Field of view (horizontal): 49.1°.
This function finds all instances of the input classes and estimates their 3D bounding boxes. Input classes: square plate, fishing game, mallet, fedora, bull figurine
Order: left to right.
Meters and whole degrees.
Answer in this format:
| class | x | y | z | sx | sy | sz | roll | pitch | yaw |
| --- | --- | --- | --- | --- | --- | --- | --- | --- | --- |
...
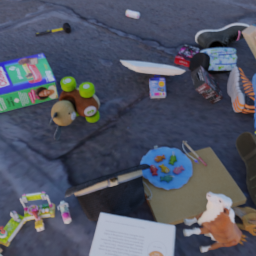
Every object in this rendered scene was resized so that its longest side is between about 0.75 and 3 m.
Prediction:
| class | x | y | z | sx | sy | sz | roll | pitch | yaw |
| --- | --- | --- | --- | --- | --- | --- | --- | --- | --- |
| mallet | -3.828 | -4.994 | 14.304 | 1.830 | 0.377 | 0.603 | -11 | 47 | -5 |
| fedora | -0.376 | 1.675 | 6.979 | 2.261 | 2.261 | 1.033 | -15 | 81 | -15 |
| square plate | 0.887 | -2.342 | 10.953 | 2.032 | 0.289 | 2.013 | 1 | 19 | -18 |
| fishing game | 1.076 | 1.042 | 7.880 | 2.088 | 0.325 | 1.495 | -23 | 48 | -18 |
| bull figurine | 1.862 | 2.114 | 6.079 | 1.147 | 1.889 | 0.615 | -22 | 38 | 19 |

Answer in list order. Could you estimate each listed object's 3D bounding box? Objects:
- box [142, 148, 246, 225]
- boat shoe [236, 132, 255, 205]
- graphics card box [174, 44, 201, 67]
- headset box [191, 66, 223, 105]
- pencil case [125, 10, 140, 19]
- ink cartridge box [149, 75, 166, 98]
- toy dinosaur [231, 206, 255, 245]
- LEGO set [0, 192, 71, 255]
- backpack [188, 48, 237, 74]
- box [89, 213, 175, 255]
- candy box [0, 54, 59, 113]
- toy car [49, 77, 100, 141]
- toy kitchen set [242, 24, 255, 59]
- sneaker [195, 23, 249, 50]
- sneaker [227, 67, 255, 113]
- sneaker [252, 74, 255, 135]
| class | x | y | z | sx | sy | sz | roll | pitch | yaw |
| --- | --- | --- | --- | --- | --- | --- | --- | --- | --- |
| box | 1.614 | 1.550 | 7.693 | 2.414 | 0.257 | 1.973 | -13 | 43 | -10 |
| boat shoe | 3.768 | 1.181 | 7.728 | 0.814 | 0.861 | 2.394 | 21 | 49 | -26 |
| graphics card box | 2.660 | -3.223 | 12.503 | 0.814 | 0.330 | 1.298 | 21 | 49 | 17 |
| headset box | 2.804 | -1.560 | 10.116 | 1.249 | 0.468 | 0.928 | 30 | 41 | -33 |
| pencil case | 0.254 | -6.322 | 15.564 | 0.791 | 0.359 | 0.329 | 25 | 54 | 21 |
| ink cartridge box | 1.102 | -1.567 | 10.576 | 0.580 | 0.325 | 0.850 | -2 | 81 | -4 |
| toy dinosaur | 2.962 | 2.217 | 7.063 | 2.388 | 0.721 | 1.268 | 16 | 30 | 29 |
| LEGO set | -2.548 | 2.226 | 6.764 | 2.213 | 0.824 | 1.018 | -23 | 50 | -21 |
| backpack | 3.564 | -2.705 | 11.369 | 1.730 | 1.330 | 1.411 | 10 | 9 | -15 |
| box | -0.033 | 3.158 | 5.339 | 1.571 | 1.231 | 2.526 | 8 | 53 | 8 |
| candy box | -4.094 | -1.723 | 10.598 | 2.423 | 0.933 | 2.049 | -19 | 50 | -16 |
| toy car | -1.888 | -0.478 | 9.042 | 1.402 | 1.460 | 1.777 | 19 | 53 | 19 |
| toy kitchen set | 6.213 | -3.471 | 10.727 | 2.164 | 1.591 | 2.701 | -36 | 28 | 13 |
| sneaker | 4.591 | -4.028 | 12.957 | 2.667 | 0.943 | 1.323 | -10 | 48 | -2 |
| sneaker | 4.490 | -1.349 | 10.417 | 1.272 | 0.881 | 2.271 | 7 | 53 | -1 |
| sneaker | 4.051 | -0.506 | 8.083 | 1.120 | 0.942 | 2.857 | -14 | 57 | 5 |
